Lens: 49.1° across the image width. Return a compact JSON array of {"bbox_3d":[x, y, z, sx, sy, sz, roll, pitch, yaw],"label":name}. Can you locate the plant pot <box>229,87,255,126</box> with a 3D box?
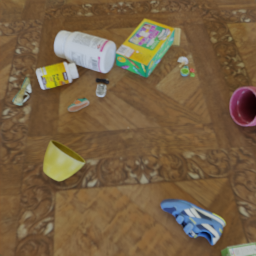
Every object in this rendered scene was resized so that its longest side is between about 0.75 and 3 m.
[{"bbox_3d":[5.264,-0.902,11.471,1.441,1.610,1.610,-4,56,-21],"label":"plant pot"}]

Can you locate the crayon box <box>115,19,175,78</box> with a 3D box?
[{"bbox_3d":[0.871,-3.956,13.679,1.735,0.851,2.922,26,62,17],"label":"crayon box"}]

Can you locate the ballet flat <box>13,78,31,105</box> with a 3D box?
[{"bbox_3d":[-4.616,-1.598,12.502,0.518,0.518,1.466,11,58,7],"label":"ballet flat"}]

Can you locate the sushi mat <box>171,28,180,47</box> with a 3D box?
[{"bbox_3d":[2.393,-4.792,14.717,0.667,0.084,1.393,6,57,5],"label":"sushi mat"}]

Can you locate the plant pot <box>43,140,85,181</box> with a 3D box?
[{"bbox_3d":[-2.468,1.295,10.203,1.479,1.479,1.050,34,89,19],"label":"plant pot"}]

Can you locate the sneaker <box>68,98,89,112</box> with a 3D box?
[{"bbox_3d":[-2.213,-1.028,12.197,0.969,0.346,0.387,-24,55,-19],"label":"sneaker"}]

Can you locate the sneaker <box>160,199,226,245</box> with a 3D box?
[{"bbox_3d":[2.065,3.066,9.301,2.207,0.816,0.908,21,62,14],"label":"sneaker"}]

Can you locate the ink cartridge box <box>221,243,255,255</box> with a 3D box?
[{"bbox_3d":[3.350,3.955,8.799,1.300,0.675,0.386,-8,58,-5],"label":"ink cartridge box"}]

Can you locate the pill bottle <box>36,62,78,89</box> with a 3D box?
[{"bbox_3d":[-3.187,-2.395,12.680,1.720,0.940,0.940,-18,59,-11],"label":"pill bottle"}]

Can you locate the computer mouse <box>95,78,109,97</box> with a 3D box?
[{"bbox_3d":[-1.226,-1.789,12.722,0.650,0.260,1.186,6,52,-2],"label":"computer mouse"}]

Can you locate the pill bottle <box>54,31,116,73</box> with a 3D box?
[{"bbox_3d":[-2.026,-3.626,13.155,2.602,1.475,1.475,19,60,12],"label":"pill bottle"}]

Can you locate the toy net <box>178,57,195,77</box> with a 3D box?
[{"bbox_3d":[2.791,-3.004,13.475,0.716,0.264,1.365,-3,57,-2],"label":"toy net"}]
